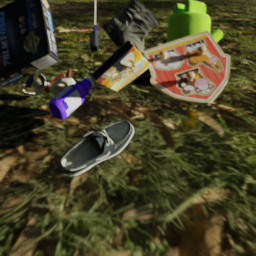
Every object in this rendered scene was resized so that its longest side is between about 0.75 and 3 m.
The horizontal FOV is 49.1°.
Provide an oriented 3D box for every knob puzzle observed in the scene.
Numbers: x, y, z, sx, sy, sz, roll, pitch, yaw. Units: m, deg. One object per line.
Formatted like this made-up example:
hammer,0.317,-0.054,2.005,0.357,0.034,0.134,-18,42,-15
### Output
knob puzzle,1.751,-1.678,7.837,2.632,0.365,2.632,-3,62,6

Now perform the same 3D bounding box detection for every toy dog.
toy dog,-2.299,-1.474,8.834,1.917,0.923,1.264,9,18,13

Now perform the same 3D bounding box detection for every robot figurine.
robot figurine,2.014,-2.914,9.419,1.398,2.417,2.120,-5,8,-36

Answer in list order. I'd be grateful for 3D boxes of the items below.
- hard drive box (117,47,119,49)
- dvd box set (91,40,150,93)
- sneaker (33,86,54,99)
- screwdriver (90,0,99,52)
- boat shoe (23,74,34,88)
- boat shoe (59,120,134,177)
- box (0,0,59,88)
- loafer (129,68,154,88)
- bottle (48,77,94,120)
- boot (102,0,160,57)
hard drive box,0.104,-3.641,11.604,0.930,1.193,0.458,17,30,13
dvd box set,-0.133,-1.538,7.423,0.252,1.255,1.716,53,12,13
sneaker,-2.791,-1.271,9.982,1.418,0.535,0.542,18,2,20
screwdriver,-1.251,-4.134,10.776,0.373,2.564,0.358,-7,-16,40
boat shoe,-3.533,-1.709,10.163,0.242,0.304,0.803,6,52,2
boat shoe,-0.689,0.427,6.509,2.005,0.605,0.758,-39,77,-15
box,-3.823,-2.974,9.515,2.717,0.680,2.737,-18,70,13
loafer,0.888,-1.561,9.191,2.840,1.021,0.894,19,68,37
bottle,-1.530,-0.879,7.784,0.489,0.625,1.497,20,51,26
boot,0.499,-3.486,10.681,1.892,2.897,0.981,-39,-8,6
